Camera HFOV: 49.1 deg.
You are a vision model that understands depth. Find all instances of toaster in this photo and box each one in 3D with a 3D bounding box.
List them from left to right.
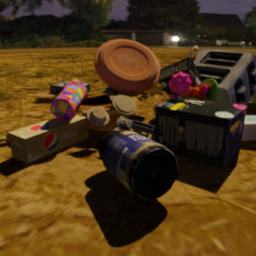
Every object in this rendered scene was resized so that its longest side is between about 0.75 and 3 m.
[{"bbox_3d":[3.653,-1.850,11.751,2.986,1.772,2.700,18,52,38],"label":"toaster"}]

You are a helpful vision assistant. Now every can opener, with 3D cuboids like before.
[{"bbox_3d":[0.211,-0.011,8.923,1.236,0.413,0.330,16,46,9],"label":"can opener"}]

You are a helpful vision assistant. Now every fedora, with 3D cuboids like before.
[{"bbox_3d":[-0.847,-0.566,10.495,2.625,1.071,2.625,-5,20,2],"label":"fedora"}]

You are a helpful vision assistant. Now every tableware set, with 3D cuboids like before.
[{"bbox_3d":[-0.230,-0.141,8.984,1.901,0.264,2.276,-18,63,-35],"label":"tableware set"}]

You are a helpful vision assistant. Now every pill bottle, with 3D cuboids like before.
[{"bbox_3d":[0.088,0.729,6.617,1.196,1.196,2.138,-11,18,-26],"label":"pill bottle"}]

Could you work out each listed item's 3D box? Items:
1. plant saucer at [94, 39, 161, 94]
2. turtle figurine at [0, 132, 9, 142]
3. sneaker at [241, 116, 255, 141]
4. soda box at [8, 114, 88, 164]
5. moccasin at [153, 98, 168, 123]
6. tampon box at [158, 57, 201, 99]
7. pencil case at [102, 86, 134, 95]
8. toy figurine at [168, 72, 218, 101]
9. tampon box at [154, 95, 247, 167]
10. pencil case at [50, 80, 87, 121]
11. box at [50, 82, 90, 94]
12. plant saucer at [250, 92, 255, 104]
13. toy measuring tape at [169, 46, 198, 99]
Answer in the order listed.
[{"bbox_3d":[0.018,-2.581,11.222,2.733,0.441,2.733,6,59,-11],"label":"plant saucer"},{"bbox_3d":[-3.887,0.327,9.087,0.941,0.376,1.167,-14,25,-34],"label":"turtle figurine"},{"bbox_3d":[4.532,-0.083,9.379,2.360,0.872,0.967,5,31,11],"label":"sneaker"},{"bbox_3d":[-2.367,0.235,8.752,0.828,0.783,2.445,14,25,35],"label":"soda box"},{"bbox_3d":[1.406,-0.659,10.912,0.784,0.743,2.031,-39,10,19],"label":"moccasin"},{"bbox_3d":[1.907,-1.820,10.358,1.264,0.947,0.798,-17,45,35],"label":"tampon box"},{"bbox_3d":[0.124,-2.001,12.462,2.586,1.100,1.195,-39,-13,11],"label":"pencil case"},{"bbox_3d":[1.931,-1.315,9.342,1.403,1.144,1.524,20,-10,-24],"label":"toy figurine"},{"bbox_3d":[2.168,-0.019,8.522,2.242,1.416,1.681,13,24,32],"label":"tampon box"},{"bbox_3d":[-1.957,-0.948,9.423,0.856,0.856,1.938,2,26,6],"label":"pencil case"},{"bbox_3d":[-3.330,-2.277,16.090,1.833,0.422,1.457,13,24,31],"label":"box"},{"bbox_3d":[6.724,-1.418,12.798,2.621,0.505,2.621,-5,-6,0],"label":"plant saucer"},{"bbox_3d":[2.824,-2.347,13.191,1.100,2.989,1.100,15,41,-13],"label":"toy measuring tape"}]
